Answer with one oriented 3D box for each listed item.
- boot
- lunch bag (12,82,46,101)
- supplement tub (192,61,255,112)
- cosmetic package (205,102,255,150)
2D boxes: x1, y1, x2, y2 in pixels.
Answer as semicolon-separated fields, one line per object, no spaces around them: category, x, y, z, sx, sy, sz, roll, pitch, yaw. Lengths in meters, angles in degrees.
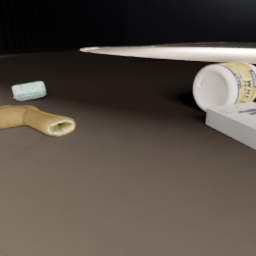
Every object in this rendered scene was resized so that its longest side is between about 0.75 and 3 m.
boot;-3.211;-0.214;9.175;2.268;0.750;1.986;18;28;38
lunch bag;-4.462;-1.633;12.608;1.431;0.551;1.147;-15;-1;-16
supplement tub;4.140;-1.718;11.521;2.657;1.918;1.918;-17;26;-38
cosmetic package;4.134;-0.121;9.003;2.022;0.693;2.682;-10;22;-19
